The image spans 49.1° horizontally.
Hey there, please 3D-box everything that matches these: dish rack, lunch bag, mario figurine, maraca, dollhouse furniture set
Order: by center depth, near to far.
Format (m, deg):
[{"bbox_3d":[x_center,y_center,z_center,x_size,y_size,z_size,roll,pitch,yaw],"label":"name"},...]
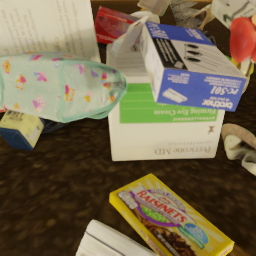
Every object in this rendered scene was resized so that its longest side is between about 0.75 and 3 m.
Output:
[{"bbox_3d":[-1.094,-0.786,5.091,1.584,1.134,1.860,12,17,28],"label":"lunch bag"},{"bbox_3d":[3.478,-2.261,6.268,2.554,1.577,1.354,-38,31,1],"label":"mario figurine"},{"bbox_3d":[1.397,-2.982,7.016,0.604,2.215,1.699,-24,23,10],"label":"dish rack"},{"bbox_3d":[1.358,-5.013,10.271,1.094,2.189,0.845,33,5,21],"label":"dollhouse furniture set"},{"bbox_3d":[5.100,-2.913,13.066,1.548,0.828,1.061,9,57,-7],"label":"maraca"}]

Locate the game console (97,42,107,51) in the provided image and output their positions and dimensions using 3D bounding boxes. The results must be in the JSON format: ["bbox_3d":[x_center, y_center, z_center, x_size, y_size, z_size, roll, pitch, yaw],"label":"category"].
[{"bbox_3d":[-1.005,-3.257,10.329,0.866,0.177,1.468,29,-5,-2],"label":"game console"}]

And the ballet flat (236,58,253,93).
[{"bbox_3d":[3.029,-1.497,7.435,0.474,1.398,0.526,20,24,19],"label":"ballet flat"}]

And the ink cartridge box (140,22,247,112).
[{"bbox_3d":[0.861,-1.108,4.528,1.116,0.525,2.374,6,32,-7],"label":"ink cartridge box"}]

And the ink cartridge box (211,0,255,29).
[{"bbox_3d":[3.345,-3.382,8.086,1.106,0.637,1.515,-33,66,-4],"label":"ink cartridge box"}]

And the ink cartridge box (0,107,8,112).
[{"bbox_3d":[-4.415,-1.573,9.986,2.141,1.242,2.900,-7,24,25],"label":"ink cartridge box"}]

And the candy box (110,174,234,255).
[{"bbox_3d":[0.739,1.807,5.530,1.186,0.306,2.321,-18,35,-31],"label":"candy box"}]

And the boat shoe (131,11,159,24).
[{"bbox_3d":[-0.130,-3.900,11.200,2.760,0.977,0.957,-8,28,21],"label":"boat shoe"}]

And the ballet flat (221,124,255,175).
[{"bbox_3d":[3.056,0.629,7.129,0.813,0.823,2.418,-22,35,-20],"label":"ballet flat"}]

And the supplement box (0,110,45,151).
[{"bbox_3d":[-2.939,-0.048,7.774,0.645,0.961,0.960,8,57,13],"label":"supplement box"}]

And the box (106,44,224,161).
[{"bbox_3d":[0.853,-0.873,7.970,2.876,2.476,2.890,-2,31,-4],"label":"box"}]

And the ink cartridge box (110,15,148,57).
[{"bbox_3d":[0.011,-1.894,5.642,0.209,0.834,0.671,41,55,6],"label":"ink cartridge box"}]

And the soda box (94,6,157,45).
[{"bbox_3d":[0.255,-3.014,9.064,2.697,0.855,0.944,13,38,-9],"label":"soda box"}]

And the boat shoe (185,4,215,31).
[{"bbox_3d":[2.430,-3.793,10.135,0.573,0.633,1.777,-31,-2,-28],"label":"boat shoe"}]

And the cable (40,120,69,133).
[{"bbox_3d":[-2.765,-0.449,9.215,1.871,0.582,2.293,23,46,17],"label":"cable"}]

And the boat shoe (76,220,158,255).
[{"bbox_3d":[0.190,2.282,4.179,2.534,0.912,0.833,20,72,32],"label":"boat shoe"}]

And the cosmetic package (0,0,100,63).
[{"bbox_3d":[-2.253,-2.264,6.465,2.744,2.264,2.262,-14,41,-7],"label":"cosmetic package"}]
